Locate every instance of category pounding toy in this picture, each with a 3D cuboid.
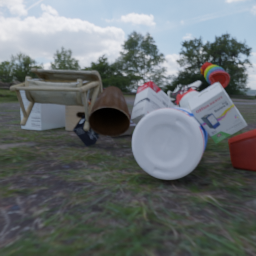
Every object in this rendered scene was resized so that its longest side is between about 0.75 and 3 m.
[{"bbox_3d":[-2.263,-0.847,14.643,2.616,1.860,2.408,2,7,13],"label":"pounding toy"}]

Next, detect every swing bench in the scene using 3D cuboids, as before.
[{"bbox_3d":[-2.448,-1.292,10.353,2.517,1.642,2.530,3,34,7],"label":"swing bench"}]

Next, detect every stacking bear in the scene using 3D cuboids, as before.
[{"bbox_3d":[2.742,-1.755,9.129,0.661,0.706,1.162,-19,36,0],"label":"stacking bear"}]

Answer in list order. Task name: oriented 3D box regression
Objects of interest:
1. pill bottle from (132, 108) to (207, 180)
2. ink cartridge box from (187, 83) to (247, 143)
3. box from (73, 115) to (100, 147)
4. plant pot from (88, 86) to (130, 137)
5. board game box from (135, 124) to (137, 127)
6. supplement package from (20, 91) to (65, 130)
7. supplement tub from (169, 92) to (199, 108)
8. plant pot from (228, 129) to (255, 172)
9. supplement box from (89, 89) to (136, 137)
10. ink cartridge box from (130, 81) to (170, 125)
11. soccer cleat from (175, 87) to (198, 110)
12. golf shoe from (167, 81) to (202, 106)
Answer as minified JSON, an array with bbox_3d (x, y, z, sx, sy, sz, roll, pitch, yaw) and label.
[{"bbox_3d":[1.244,0.265,7.345,1.602,1.602,2.855,3,5,19],"label":"pill bottle"},{"bbox_3d":[2.033,-0.331,6.432,0.835,1.149,0.503,-33,24,20],"label":"ink cartridge box"},{"bbox_3d":[-1.444,0.054,10.298,0.477,0.834,0.916,-16,32,33],"label":"box"},{"bbox_3d":[-0.606,-0.728,10.007,1.436,1.436,1.536,0,46,3],"label":"plant pot"},{"bbox_3d":[0.734,-0.264,16.136,1.085,0.298,1.719,-6,10,-39],"label":"board game box"},{"bbox_3d":[-4.567,-1.070,15.285,1.569,2.133,2.040,4,8,29],"label":"supplement package"},{"bbox_3d":[2.762,-0.756,13.467,1.993,1.993,2.760,4,9,30],"label":"supplement tub"},{"bbox_3d":[3.202,0.632,7.527,0.882,1.001,1.000,-9,5,17],"label":"plant pot"},{"bbox_3d":[-0.780,-0.765,12.919,1.293,2.376,0.723,-5,-34,-38],"label":"supplement box"},{"bbox_3d":[0.941,-0.760,11.347,1.319,1.828,0.766,37,-43,-29],"label":"ink cartridge box"},{"bbox_3d":[2.169,-0.266,9.650,0.949,1.178,2.767,-26,-28,-4],"label":"soccer cleat"},{"bbox_3d":[2.062,-1.377,10.079,1.349,0.594,0.521,-34,-3,-7],"label":"golf shoe"}]
